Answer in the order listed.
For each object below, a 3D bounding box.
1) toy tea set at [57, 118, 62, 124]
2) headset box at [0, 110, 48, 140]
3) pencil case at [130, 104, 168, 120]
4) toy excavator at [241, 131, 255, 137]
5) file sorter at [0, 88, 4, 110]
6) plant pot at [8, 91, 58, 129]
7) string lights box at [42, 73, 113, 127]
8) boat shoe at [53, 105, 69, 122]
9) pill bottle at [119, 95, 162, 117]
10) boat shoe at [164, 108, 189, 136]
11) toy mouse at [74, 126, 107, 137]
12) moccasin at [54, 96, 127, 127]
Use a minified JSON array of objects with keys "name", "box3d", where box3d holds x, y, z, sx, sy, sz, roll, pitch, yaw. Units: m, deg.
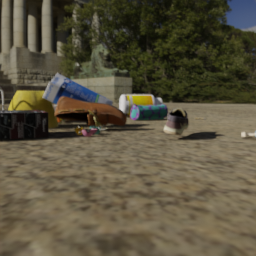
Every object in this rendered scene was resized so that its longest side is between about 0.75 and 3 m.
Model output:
[{"name":"toy tea set","box3d":[-3.390,-0.336,13.293,0.606,0.377,1.020,-30,12,-3]},{"name":"headset box","box3d":[-3.706,-0.123,8.654,2.137,0.825,1.590,-1,6,-28]},{"name":"pencil case","box3d":[1.128,-0.866,15.110,2.000,0.851,0.924,-3,35,-28]},{"name":"toy excavator","box3d":[3.851,0.192,8.244,0.782,0.401,0.804,-1,-7,-1]},{"name":"file sorter","box3d":[-6.165,-0.781,10.921,1.835,1.647,2.644,-6,8,-44]},{"name":"plant pot","box3d":[-3.967,-0.774,11.516,2.087,1.482,2.087,0,6,0]},{"name":"string lights box","box3d":[-1.981,-1.162,11.491,2.620,0.773,1.346,26,24,-11]},{"name":"boat shoe","box3d":[-3.210,-0.836,14.507,0.951,1.003,2.648,-1,8,-27]},{"name":"pill bottle","box3d":[0.778,-1.345,17.179,2.504,1.368,1.368,-1,6,-12]},{"name":"boat shoe","box3d":[1.574,-0.310,8.750,0.696,0.627,1.934,18,22,16]},{"name":"toy mouse","box3d":[-1.209,0.123,9.073,1.090,0.237,1.226,0,7,2]},{"name":"moccasin","box3d":[-1.344,-0.439,10.237,2.605,1.005,0.953,14,-32,-11]}]
